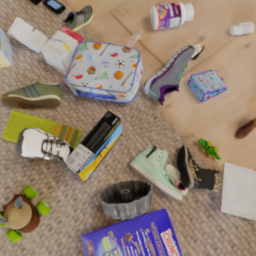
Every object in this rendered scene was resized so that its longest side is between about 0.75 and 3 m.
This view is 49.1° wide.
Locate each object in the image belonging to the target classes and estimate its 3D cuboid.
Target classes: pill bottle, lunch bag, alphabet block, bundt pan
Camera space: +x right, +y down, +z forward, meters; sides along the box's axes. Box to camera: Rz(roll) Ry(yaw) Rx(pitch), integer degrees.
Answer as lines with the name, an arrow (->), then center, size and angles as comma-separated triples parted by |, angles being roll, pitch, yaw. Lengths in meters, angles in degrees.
pill bottle -> 5.007, -4.362, 12.349 | 0.887, 0.507, 0.507 | -8, 68, -3
pill bottle -> 1.919, -4.971, 12.341 | 1.760, 0.980, 0.980 | -11, 69, -4
lunch bag -> -0.971, -2.124, 10.998 | 2.921, 1.104, 2.340 | 10, 71, 12
alphabet block -> -5.593, -3.220, 11.546 | 1.200, 1.172, 1.178 | -13, 67, -4
lunch bag -> 3.273, -1.786, 11.291 | 1.370, 0.645, 1.032 | -22, 66, -16
bundt pan -> -0.042, 2.368, 9.107 | 1.822, 1.822, 0.684 | -11, 100, -4

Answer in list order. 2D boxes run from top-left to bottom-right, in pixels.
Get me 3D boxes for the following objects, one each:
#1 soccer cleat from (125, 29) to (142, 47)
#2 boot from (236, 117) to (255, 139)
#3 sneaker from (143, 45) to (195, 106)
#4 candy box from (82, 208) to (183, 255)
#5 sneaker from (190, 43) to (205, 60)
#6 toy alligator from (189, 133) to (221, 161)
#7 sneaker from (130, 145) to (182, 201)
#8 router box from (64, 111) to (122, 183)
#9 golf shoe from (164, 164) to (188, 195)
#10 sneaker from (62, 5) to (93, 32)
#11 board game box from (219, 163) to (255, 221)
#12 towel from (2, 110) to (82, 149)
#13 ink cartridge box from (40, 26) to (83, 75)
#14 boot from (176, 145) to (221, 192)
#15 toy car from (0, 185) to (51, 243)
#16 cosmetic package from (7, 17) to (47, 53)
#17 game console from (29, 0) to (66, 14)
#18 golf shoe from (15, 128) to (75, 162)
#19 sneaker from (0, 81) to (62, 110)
soccer cleat -> 0.273, -3.922, 12.299 | 0.333, 0.372, 0.960 | 44, 94, -2
boot -> 4.608, -0.146, 10.264 | 1.169, 1.242, 0.425 | -27, 72, -11
sneaker -> 1.900, -2.053, 11.159 | 2.676, 0.996, 1.171 | -44, 71, -3
candy box -> 0.243, 4.087, 8.657 | 2.788, 1.074, 2.357 | -16, 67, -5
sneaker -> 2.876, -3.295, 12.047 | 0.446, 0.336, 0.954 | 35, 71, 23
toy alligator -> 2.894, 0.625, 10.403 | 1.452, 0.431, 0.394 | 43, 33, 10
sneaker -> 1.249, 1.494, 9.823 | 2.138, 0.787, 1.261 | 38, 78, 16
router box -> -1.100, 0.689, 9.686 | 0.579, 1.692, 2.268 | 34, 72, 14
golf shoe -> 1.706, 1.779, 9.858 | 0.458, 0.557, 1.217 | -33, 71, -4
sneaker -> -2.222, -4.865, 12.383 | 0.687, 0.753, 1.860 | 32, 69, 14
board game box -> 3.946, 2.218, 9.638 | 1.679, 0.217, 1.680 | 17, 68, -12
towel -> -3.204, 0.234, 10.441 | 2.769, 0.250, 1.192 | 17, 77, 1
ink cartridge box -> -2.646, -3.184, 11.568 | 1.061, 1.066, 1.467 | 33, 71, 13
boot -> 2.482, 1.461, 9.886 | 1.337, 0.650, 1.776 | 15, 39, -15
toy car -> -3.564, 2.635, 8.834 | 1.436, 1.820, 1.495 | 43, 74, 15
cosmetic package -> -4.203, -3.871, 11.742 | 1.408, 0.521, 0.716 | 30, 74, -29
game console -> -3.725, -6.027, 13.161 | 2.004, 0.242, 1.182 | 38, 73, 13
golf shoe -> -2.548, 0.588, 9.065 | 1.181, 2.499, 0.972 | 9, 85, 17
sneaker -> -3.721, -1.352, 11.075 | 2.358, 0.791, 1.058 | 1, 55, 4
